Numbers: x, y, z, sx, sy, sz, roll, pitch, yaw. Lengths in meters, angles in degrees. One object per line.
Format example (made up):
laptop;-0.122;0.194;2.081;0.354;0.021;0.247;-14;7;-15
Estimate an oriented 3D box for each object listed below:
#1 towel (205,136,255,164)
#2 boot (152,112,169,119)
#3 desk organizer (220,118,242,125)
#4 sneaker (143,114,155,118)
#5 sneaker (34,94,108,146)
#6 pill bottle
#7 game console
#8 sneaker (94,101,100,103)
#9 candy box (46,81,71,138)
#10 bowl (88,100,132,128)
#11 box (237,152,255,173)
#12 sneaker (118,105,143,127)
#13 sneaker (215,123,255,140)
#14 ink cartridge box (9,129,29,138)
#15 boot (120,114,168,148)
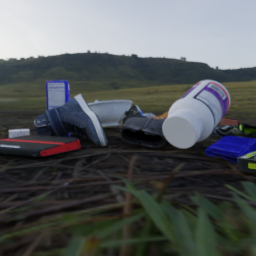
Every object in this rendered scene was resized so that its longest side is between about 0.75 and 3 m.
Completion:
towel;2.642;0.480;7.049;0.963;0.323;1.304;15;22;37
boot;1.862;-0.188;12.526;2.566;0.945;1.985;-16;6;-15
desk organizer;4.896;-0.086;12.992;0.601;0.646;1.677;-1;5;-6
sneaker;0.820;-0.611;18.338;1.872;0.703;1.076;-6;10;-23
sneaker;-2.004;0.073;9.586;2.046;1.076;2.831;-26;40;-14
pill bottle;2.096;-0.422;8.622;1.403;1.403;2.518;4;29;37
game console;-2.769;0.543;8.068;2.326;0.361;2.057;2;8;21
sneaker;-1.131;-0.731;14.704;1.065;0.706;1.871;7;-27;13
candy box;-2.836;-0.772;11.565;0.873;2.265;1.915;-1;5;-9
bowl;-1.053;-0.654;14.951;2.730;1.227;2.730;-7;-3;0
box;3.084;0.739;5.704;1.300;0.320;1.347;1;2;38
sneaker;0.350;-0.263;11.519;1.079;0.950;2.420;31;-5;-8
sneaker;4.211;0.061;10.733;1.689;0.599;0.700;3;-31;18
ink cartridge box;-4.269;0.240;11.263;0.949;0.320;0.553;-2;6;-20
boot;1.135;0.223;9.458;2.757;0.962;1.815;1;16;1
